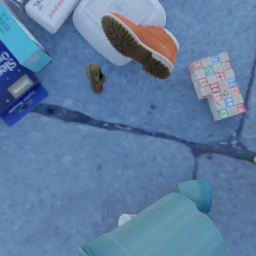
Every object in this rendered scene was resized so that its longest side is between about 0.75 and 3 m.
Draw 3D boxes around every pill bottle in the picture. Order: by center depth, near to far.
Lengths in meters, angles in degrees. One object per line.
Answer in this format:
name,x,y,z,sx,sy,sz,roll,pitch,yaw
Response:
pill bottle,0.171,2.837,8.309,0.855,0.480,0.480,23,86,-39

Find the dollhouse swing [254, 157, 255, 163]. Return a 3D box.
dollhouse swing,5.164,1.379,7.150,2.349,2.428,2.672,-38,98,17

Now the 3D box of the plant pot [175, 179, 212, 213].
plant pot,1.890,1.979,8.286,0.911,0.969,0.969,4,86,-1

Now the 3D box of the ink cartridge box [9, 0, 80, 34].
ink cartridge box,-2.724,-4.349,8.311,2.456,1.034,1.776,36,88,-16

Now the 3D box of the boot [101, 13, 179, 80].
boot,0.398,-2.589,8.029,2.438,0.915,1.307,35,65,-16

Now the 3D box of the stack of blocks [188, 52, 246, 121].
stack of blocks,2.735,-1.225,8.692,1.111,0.565,1.930,-18,87,-1

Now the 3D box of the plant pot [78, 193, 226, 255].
plant pot,0.716,3.271,6.963,2.775,2.833,2.833,-32,87,-23

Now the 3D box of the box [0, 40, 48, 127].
box,-4.023,-1.609,8.663,1.716,0.459,2.833,-41,94,-3

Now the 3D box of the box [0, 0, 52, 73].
box,-3.656,-3.090,8.489,0.717,1.200,2.917,-40,87,2

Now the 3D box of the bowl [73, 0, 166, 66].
bowl,-0.285,-3.537,8.683,2.466,0.921,2.463,44,87,4

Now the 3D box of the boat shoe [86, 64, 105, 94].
boat shoe,-0.904,-1.419,8.378,0.411,1.209,0.435,3,64,12
